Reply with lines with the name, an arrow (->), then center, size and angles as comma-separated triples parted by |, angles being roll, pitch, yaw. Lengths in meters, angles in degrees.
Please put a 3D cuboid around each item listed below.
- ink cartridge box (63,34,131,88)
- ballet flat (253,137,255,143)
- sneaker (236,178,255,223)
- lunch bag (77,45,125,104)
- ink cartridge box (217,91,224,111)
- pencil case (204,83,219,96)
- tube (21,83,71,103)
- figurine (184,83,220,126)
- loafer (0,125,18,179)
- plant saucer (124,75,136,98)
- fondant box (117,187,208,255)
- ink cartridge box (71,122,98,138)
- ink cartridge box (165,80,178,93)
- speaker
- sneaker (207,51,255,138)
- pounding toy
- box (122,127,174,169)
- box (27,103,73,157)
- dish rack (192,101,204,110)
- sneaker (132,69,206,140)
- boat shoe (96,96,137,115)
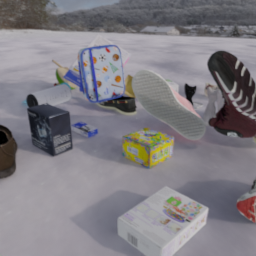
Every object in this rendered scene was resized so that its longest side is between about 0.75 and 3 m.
ink cartridge box -> -1.298, -2.566, 11.945 | 1.736, 0.610, 2.909 | 31, 58, -1
ballet flat -> 4.473, 0.212, 8.877 | 2.060, 0.695, 0.642 | -9, -4, -30
sneaker -> 2.818, 1.423, 5.809 | 1.830, 0.712, 0.752 | -4, 17, -35
lunch bag -> -0.986, -1.893, 10.058 | 1.643, 2.050, 0.775 | -14, 20, -23
ink cartridge box -> 4.268, -0.813, 9.438 | 1.978, 1.147, 2.731 | 0, 9, 28
pencil case -> 4.353, -1.705, 13.124 | 1.637, 0.732, 0.637 | 19, 30, 39
tube -> -3.727, -1.527, 13.019 | 0.908, 0.591, 2.344 | -5, 18, 41
figurine -> 2.655, -0.879, 10.282 | 1.416, 1.382, 0.610 | 13, 26, 28
loafer -> -3.594, 0.383, 7.767 | 1.000, 0.978, 2.741 | -12, 25, -26
plant saucer -> 0.164, -1.732, 11.894 | 0.793, 0.793, 0.192 | 32, 11, 13
fondant box -> 0.662, 1.743, 5.242 | 1.035, 0.418, 1.435 | 21, 31, 41
ink cartridge box -> -1.495, 0.049, 9.530 | 0.938, 0.207, 0.441 | 19, 33, 40
ink cartridge box -> 1.356, -1.799, 13.344 | 1.709, 0.717, 1.237 | -6, 23, -14
speaker -> -3.390, -1.310, 12.098 | 0.788, 0.788, 1.942 | 14, 27, 30
sneaker -> 2.617, -0.576, 7.470 | 1.715, 2.969, 1.123 | -21, 33, 51
pounding toy -> -3.574, -2.604, 15.042 | 1.366, 0.821, 1.770 | 18, 38, -55
box -> 0.552, 0.524, 7.868 | 1.015, 0.643, 1.054 | -20, 29, -40
box -> -2.314, 0.029, 8.305 | 1.206, 1.227, 0.720 | 19, 29, 39
dish rack -> 2.774, -0.977, 12.096 | 0.681, 0.173, 0.794 | -18, 28, -38
sneaker -> 1.264, -0.782, 9.154 | 2.829, 1.065, 1.479 | 41, 13, -6
boat shoe -> -0.544, -1.161, 11.866 | 0.852, 0.730, 2.329 | -21, 29, -38
